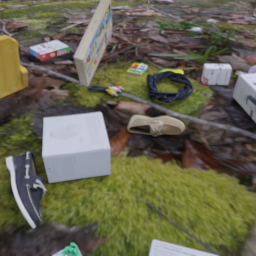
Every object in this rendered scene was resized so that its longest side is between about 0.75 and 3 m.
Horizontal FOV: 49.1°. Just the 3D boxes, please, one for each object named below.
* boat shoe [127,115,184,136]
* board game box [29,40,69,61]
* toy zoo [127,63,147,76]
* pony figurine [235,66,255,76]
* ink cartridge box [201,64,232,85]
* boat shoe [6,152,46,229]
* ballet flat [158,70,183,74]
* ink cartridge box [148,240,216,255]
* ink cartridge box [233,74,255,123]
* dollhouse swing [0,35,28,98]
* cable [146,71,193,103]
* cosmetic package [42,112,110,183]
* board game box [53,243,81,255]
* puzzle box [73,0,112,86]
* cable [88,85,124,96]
[{"bbox_3d":[0.916,0.023,9.358,1.878,0.669,0.606,5,45,19],"label":"boat shoe"},{"bbox_3d":[-4.170,-4.136,14.861,1.672,0.337,1.279,-28,46,-31],"label":"board game box"},{"bbox_3d":[0.468,-2.830,13.381,0.698,0.109,1.065,13,40,17],"label":"toy zoo"},{"bbox_3d":[5.261,-2.169,12.116,0.987,0.851,1.022,-11,54,0],"label":"pony figurine"},{"bbox_3d":[3.814,-2.310,12.142,1.110,0.808,0.471,2,37,3],"label":"ink cartridge box"},{"bbox_3d":[-2.551,1.479,7.270,0.762,0.933,2.526,-22,35,-19],"label":"boat shoe"},{"bbox_3d":[1.965,-2.435,12.702,1.133,0.379,0.380,-3,55,-7],"label":"ballet flat"},{"bbox_3d":[0.934,3.419,4.665,1.748,0.978,2.562,10,37,12],"label":"ink cartridge box"},{"bbox_3d":[5.354,-0.953,10.173,1.908,1.111,2.620,-6,40,-8],"label":"ink cartridge box"},{"bbox_3d":[-5.802,-2.383,10.851,2.629,2.544,2.893,30,48,32],"label":"dollhouse swing"},{"bbox_3d":[1.747,-1.662,11.620,1.910,0.595,2.341,1,35,-6],"label":"cable"},{"bbox_3d":[-1.520,0.525,8.277,1.779,1.094,1.773,-7,39,-9],"label":"cosmetic package"},{"bbox_3d":[-1.442,3.218,5.577,1.465,0.190,1.465,-21,43,-24],"label":"board game box"},{"bbox_3d":[-0.968,-2.464,8.213,0.273,1.428,2.146,18,71,5],"label":"puzzle box"},{"bbox_3d":[-0.896,-1.674,11.655,1.613,0.406,0.783,22,44,25],"label":"cable"}]
